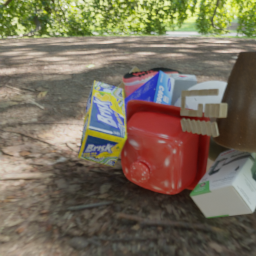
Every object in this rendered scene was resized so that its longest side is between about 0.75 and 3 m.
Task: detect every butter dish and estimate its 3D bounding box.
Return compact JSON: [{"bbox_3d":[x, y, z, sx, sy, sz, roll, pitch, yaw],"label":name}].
[{"bbox_3d":[0.680,0.762,7.376,2.497,2.491,1.846,14,32,28],"label":"butter dish"}]

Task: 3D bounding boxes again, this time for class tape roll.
[{"bbox_3d":[2.704,0.027,8.625,2.537,2.537,1.742,-2,30,-4],"label":"tape roll"}]

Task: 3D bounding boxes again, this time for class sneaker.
[{"bbox_3d":[0.967,-1.705,11.035,2.611,1.132,0.962,-14,26,-23],"label":"sneaker"}]

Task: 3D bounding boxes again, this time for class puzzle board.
[{"bbox_3d":[0.192,-1.330,11.699,1.485,1.971,0.171,38,5,-23],"label":"puzzle board"}]

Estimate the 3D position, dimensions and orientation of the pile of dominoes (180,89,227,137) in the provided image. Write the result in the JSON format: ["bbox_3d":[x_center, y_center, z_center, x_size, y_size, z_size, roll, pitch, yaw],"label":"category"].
[{"bbox_3d":[1.651,-0.354,6.305,0.207,1.013,1.299,0,5,-27],"label":"pile of dominoes"}]

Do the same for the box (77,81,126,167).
[{"bbox_3d":[-0.675,-0.247,7.673,0.997,0.915,2.846,15,30,-12],"label":"box"}]

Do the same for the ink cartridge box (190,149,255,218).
[{"bbox_3d":[2.607,1.239,6.897,1.883,0.791,1.374,-40,3,-38],"label":"ink cartridge box"}]

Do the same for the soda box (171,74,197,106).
[{"bbox_3d":[1.805,-0.548,9.917,0.881,2.581,0.819,5,24,6],"label":"soda box"}]

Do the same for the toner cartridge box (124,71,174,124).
[{"bbox_3d":[0.370,-0.625,9.632,0.631,2.923,1.389,25,61,-22],"label":"toner cartridge box"}]

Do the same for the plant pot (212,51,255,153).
[{"bbox_3d":[2.940,-0.678,6.291,1.901,2.034,1.901,-1,14,0],"label":"plant pot"}]
